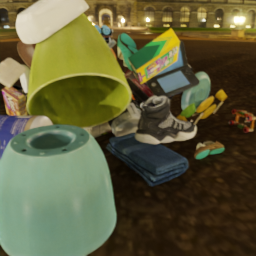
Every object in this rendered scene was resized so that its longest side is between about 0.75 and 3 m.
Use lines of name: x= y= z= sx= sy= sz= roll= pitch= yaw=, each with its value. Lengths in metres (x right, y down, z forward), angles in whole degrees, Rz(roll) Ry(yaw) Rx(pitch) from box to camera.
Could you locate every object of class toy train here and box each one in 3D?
toy train: x=-1.130 y=-3.308 z=10.070 sx=1.177 sy=0.672 sz=0.510 roll=-6 pitch=30 yaw=-15

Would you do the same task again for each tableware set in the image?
tableware set: x=2.391 y=-0.649 z=9.216 sx=2.250 sy=1.516 sz=0.345 roll=-26 pitch=66 yaw=-28

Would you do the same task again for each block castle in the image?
block castle: x=4.021 y=-0.262 z=9.955 sx=0.434 sy=0.618 sz=0.924 roll=-2 pitch=22 yaw=-21

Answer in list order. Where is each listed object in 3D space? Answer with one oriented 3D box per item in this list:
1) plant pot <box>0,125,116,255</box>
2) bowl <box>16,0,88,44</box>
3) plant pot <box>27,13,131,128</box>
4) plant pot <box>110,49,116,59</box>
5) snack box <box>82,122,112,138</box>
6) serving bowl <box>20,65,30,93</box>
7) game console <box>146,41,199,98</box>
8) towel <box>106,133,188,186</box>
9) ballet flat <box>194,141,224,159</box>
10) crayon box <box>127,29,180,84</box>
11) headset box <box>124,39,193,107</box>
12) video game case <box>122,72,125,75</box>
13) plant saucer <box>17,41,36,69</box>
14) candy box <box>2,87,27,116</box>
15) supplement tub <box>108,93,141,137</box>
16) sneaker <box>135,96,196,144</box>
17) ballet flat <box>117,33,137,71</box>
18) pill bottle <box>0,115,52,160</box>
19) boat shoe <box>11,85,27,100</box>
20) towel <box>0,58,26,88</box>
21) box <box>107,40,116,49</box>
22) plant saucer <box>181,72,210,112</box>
plant pot: x=-1.366 y=1.003 z=5.249 sx=2.247 sy=1.804 sz=2.247 roll=0 pitch=23 yaw=0
bowl: x=-2.216 y=-3.113 z=7.699 sx=1.883 sy=0.704 sz=1.886 roll=-43 pitch=36 yaw=-16
plant pot: x=-1.541 y=-1.860 z=8.017 sx=2.730 sy=2.730 sz=2.917 roll=-6 pitch=64 yaw=-15
plant pot: x=-1.663 y=-3.393 z=15.688 sx=2.479 sy=2.479 sz=1.735 roll=-9 pitch=41 yaw=-21
snack box: x=-1.793 y=-0.196 z=9.815 sx=2.083 sy=0.552 sz=1.481 roll=21 pitch=28 yaw=40
serving bowl: x=-3.214 y=-1.573 z=8.917 sx=0.295 sy=0.898 sz=0.898 roll=-16 pitch=27 yaw=-28
game console: x=1.354 y=-1.855 z=9.025 sx=1.575 sy=0.932 sz=1.344 roll=-22 pitch=56 yaw=-7
towel: x=0.460 y=0.748 z=7.559 sx=1.242 sy=0.540 sz=2.225 roll=-13 pitch=24 yaw=-31
ballet flat: x=2.236 y=0.594 z=8.016 sx=1.145 sy=0.388 sz=0.414 roll=-12 pitch=50 yaw=-27
crayon box: x=0.767 y=-2.002 z=8.150 sx=1.397 sy=0.472 sz=1.619 roll=-34 pitch=-8 yaw=3
headset box: x=1.054 y=-1.993 z=11.083 sx=2.580 sy=1.918 sz=0.968 roll=-54 pitch=19 yaw=-15
video game case: x=-0.462 y=-2.267 z=12.522 sx=1.140 sy=0.204 sz=1.033 roll=38 pitch=36 yaw=-16
plant saucer: x=-3.468 y=-3.105 z=12.648 sx=2.975 sy=0.544 sz=2.975 roll=36 pitch=26 yaw=-20
candy box: x=-3.946 y=-0.800 z=9.814 sx=0.739 sy=1.267 sz=0.358 roll=34 pitch=54 yaw=12
supplement tub: x=-0.266 y=-0.664 z=9.204 sx=1.131 sy=1.131 sz=1.845 roll=-10 pitch=57 yaw=-24
sneaker: x=1.160 y=-0.280 z=7.878 sx=2.175 sy=1.238 sz=0.821 roll=-7 pitch=16 yaw=-35
ballet flat: x=-0.050 y=-2.786 z=10.420 sx=0.763 sy=0.797 sz=2.266 roll=19 pitch=30 yaw=-30
pill bottle: x=-3.271 y=0.467 z=6.878 sx=2.622 sy=1.570 sz=1.570 roll=1 pitch=22 yaw=4
boat shoe: x=-5.377 y=-1.770 z=13.608 sx=0.803 sy=0.688 sz=2.195 roll=-9 pitch=22 yaw=-20
towel: x=-2.741 y=-1.286 z=6.453 sx=0.501 sy=0.130 sz=0.756 roll=33 pitch=47 yaw=-12
box: x=-0.857 y=-3.096 z=10.954 sx=0.780 sy=0.206 sz=1.000 roll=-43 pitch=15 yaw=1
plant saucer: x=2.458 y=-1.197 z=9.937 sx=1.557 sy=1.557 sz=0.213 roll=-19 pitch=38 yaw=-39
